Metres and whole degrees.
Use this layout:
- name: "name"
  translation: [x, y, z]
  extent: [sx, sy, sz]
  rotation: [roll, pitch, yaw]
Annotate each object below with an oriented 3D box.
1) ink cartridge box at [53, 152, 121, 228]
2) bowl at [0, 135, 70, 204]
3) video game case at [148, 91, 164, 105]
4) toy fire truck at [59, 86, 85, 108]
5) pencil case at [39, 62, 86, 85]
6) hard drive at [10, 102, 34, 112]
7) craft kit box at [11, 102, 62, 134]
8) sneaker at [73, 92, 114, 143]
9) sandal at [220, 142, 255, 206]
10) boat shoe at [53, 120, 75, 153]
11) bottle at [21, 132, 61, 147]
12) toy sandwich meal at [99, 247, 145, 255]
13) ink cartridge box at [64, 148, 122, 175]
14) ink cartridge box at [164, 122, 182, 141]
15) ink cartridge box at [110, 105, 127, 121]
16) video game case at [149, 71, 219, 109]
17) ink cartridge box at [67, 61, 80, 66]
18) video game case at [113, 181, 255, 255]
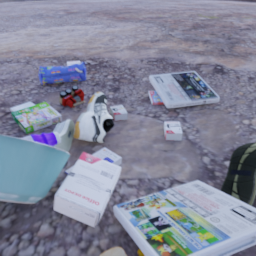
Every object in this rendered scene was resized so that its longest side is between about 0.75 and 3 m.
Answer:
- name: "ink cartridge box"
  translation: [-1.061, 1.635, 7.607]
  extent: [1.247, 0.726, 1.713]
  rotation: [21, 37, 5]
- name: "bowl"
  translation: [-3.089, 1.130, 7.380]
  extent: [2.817, 2.817, 1.473]
  rotation: [7, 77, 12]
- name: "video game case"
  translation: [1.944, -1.477, 13.452]
  extent: [1.789, 0.156, 1.279]
  rotation: [-2, 32, -3]
- name: "toy fire truck"
  translation: [-2.354, -1.306, 12.736]
  extent: [1.276, 0.821, 1.123]
  rotation: [37, 48, 20]
- name: "pencil case"
  translation: [-3.430, -2.871, 14.846]
  extent: [2.561, 0.999, 1.112]
  rotation: [-9, 9, -11]
- name: "hard drive"
  translation: [-4.663, -0.873, 12.496]
  extent: [0.971, 0.130, 0.640]
  rotation: [-27, 41, -37]
- name: "craft kit box"
  translation: [-3.809, -0.452, 11.651]
  extent: [1.557, 0.382, 1.577]
  rotation: [-21, 38, -34]
- name: "sneaker"
  translation: [-1.126, -0.352, 11.056]
  extent: [1.272, 1.098, 2.902]
  rotation: [16, 38, 0]
- name: "sandal"
  translation: [3.511, 1.427, 8.282]
  extent: [1.128, 0.810, 2.840]
  rotation: [5, 45, 46]
- name: "boat shoe"
  translation: [-2.468, 0.426, 10.036]
  extent: [0.718, 0.703, 2.015]
  rotation: [-13, 31, 14]
- name: "bottle"
  translation: [-2.912, 0.566, 8.532]
  extent: [1.679, 0.548, 0.701]
  rotation: [-22, 61, -28]
- name: "toy sandwich meal"
  translation: [0.261, 3.352, 4.962]
  extent: [2.817, 0.965, 2.817]
  rotation: [0, 32, 0]
- name: "ink cartridge box"
  translation: [-1.085, 1.255, 8.941]
  extent: [0.826, 0.323, 1.743]
  rotation: [28, 39, 34]
- name: "ink cartridge box"
  translation: [1.709, 0.109, 10.731]
  extent: [0.604, 0.351, 0.838]
  rotation: [1, 32, 1]
- name: "ink cartridge box"
  translation: [-0.413, -0.641, 11.955]
  extent: [0.568, 0.323, 0.779]
  rotation: [-10, 33, -15]
- name: "video game case"
  translation: [2.614, -1.912, 13.546]
  extent: [2.532, 0.325, 2.785]
  rotation: [-8, 38, -11]
- name: "ink cartridge box"
  translation: [-3.181, -3.584, 16.530]
  extent: [0.801, 0.461, 1.383]
  rotation: [-8, 33, -13]
- name: "video game case"
  translation: [1.315, 2.048, 6.354]
  extent: [2.626, 0.317, 2.880]
  rotation: [-12, 11, -19]
